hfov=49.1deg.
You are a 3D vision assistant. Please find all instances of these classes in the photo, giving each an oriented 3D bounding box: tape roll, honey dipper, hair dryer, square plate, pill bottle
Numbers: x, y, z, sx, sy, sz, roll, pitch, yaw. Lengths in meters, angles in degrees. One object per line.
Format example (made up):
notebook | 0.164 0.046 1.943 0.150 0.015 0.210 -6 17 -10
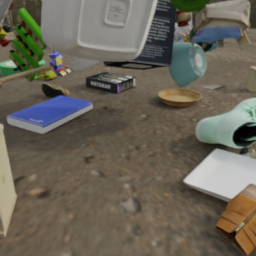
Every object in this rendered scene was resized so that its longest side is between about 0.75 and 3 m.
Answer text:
tape roll | -5.770 -3.313 15.423 2.374 0.571 2.374 1 24 0
honey dipper | -2.730 -1.290 6.943 0.357 0.357 1.881 20 37 37
hair dryer | -4.389 -3.367 8.949 2.362 0.642 1.799 13 -6 -15
square plate | 2.393 1.127 5.979 1.828 0.260 1.811 18 29 34
pill bottle | -1.383 -2.602 7.375 1.120 1.981 1.120 -18 21 7

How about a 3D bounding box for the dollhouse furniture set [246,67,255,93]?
dollhouse furniture set | 6.121 -2.123 12.262 1.536 0.999 1.411 0 25 0

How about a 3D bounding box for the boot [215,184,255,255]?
boot | 2.204 1.605 4.447 1.081 0.534 1.392 -38 55 -24

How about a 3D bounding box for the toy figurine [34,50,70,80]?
toy figurine | -4.027 -3.447 14.706 1.236 1.404 2.344 7 25 15

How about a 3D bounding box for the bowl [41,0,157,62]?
bowl | -0.379 -2.325 5.378 2.281 2.277 0.851 -3 34 -34

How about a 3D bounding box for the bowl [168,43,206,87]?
bowl | 1.810 -1.938 8.242 0.716 1.368 1.368 -9 14 40

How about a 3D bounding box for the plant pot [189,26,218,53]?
plant pot | 2.673 -3.024 9.382 0.797 0.994 0.994 -18 30 -40

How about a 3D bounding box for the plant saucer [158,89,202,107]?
plant saucer | 2.014 -1.162 10.985 1.682 0.298 1.682 0 24 0

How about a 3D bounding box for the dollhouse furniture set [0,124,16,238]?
dollhouse furniture set | -3.286 1.139 4.308 2.476 1.615 2.337 -5 25 -9

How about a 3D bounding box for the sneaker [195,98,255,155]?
sneaker | 3.339 -0.076 7.507 2.660 0.979 1.569 -20 16 -19

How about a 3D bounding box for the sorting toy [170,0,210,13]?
sorting toy | 1.007 -3.531 6.443 2.014 1.210 0.827 10 56 -11

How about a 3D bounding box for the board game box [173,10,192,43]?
board game box | 1.562 -3.478 9.943 1.795 1.794 0.232 -30 51 -8

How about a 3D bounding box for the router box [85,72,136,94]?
router box | -0.803 -2.115 12.862 1.883 0.481 1.404 17 29 32

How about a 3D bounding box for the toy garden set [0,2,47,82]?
toy garden set | -2.956 -2.270 7.160 0.421 1.758 2.109 -40 3 -33

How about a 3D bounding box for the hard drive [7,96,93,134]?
hard drive | -2.588 -0.533 9.576 1.603 0.308 2.429 13 28 27

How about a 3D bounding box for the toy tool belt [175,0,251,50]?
toy tool belt | 2.166 -2.569 7.339 1.935 1.189 1.208 0 13 23

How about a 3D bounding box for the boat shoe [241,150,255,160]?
boat shoe | 3.039 0.673 6.933 0.862 0.295 0.322 -8 26 -17

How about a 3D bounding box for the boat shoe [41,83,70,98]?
boat shoe | -2.983 -1.501 11.566 1.407 0.532 0.520 25 28 28

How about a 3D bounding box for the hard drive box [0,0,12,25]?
hard drive box | -1.594 -1.761 3.067 0.633 1.284 1.648 24 16 -36

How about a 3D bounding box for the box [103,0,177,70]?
box | 0.289 -3.091 7.900 1.444 2.697 2.002 3 7 -19
